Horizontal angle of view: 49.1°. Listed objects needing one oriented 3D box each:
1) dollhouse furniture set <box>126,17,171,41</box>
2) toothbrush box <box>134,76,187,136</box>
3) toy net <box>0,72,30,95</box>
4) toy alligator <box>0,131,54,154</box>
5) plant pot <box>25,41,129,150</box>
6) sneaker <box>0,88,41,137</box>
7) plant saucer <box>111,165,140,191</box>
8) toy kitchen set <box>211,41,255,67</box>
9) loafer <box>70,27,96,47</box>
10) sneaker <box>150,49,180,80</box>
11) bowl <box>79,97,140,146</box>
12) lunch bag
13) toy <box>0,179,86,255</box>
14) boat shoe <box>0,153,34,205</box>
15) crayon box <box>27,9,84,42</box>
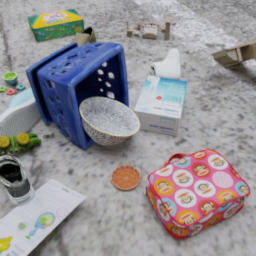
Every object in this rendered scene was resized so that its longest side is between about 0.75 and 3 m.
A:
[{"bbox_3d":[1.183,-5.796,15.820,2.411,1.067,1.250,7,45,7],"label":"dollhouse furniture set"},{"bbox_3d":[1.294,-0.925,10.954,1.692,0.986,2.311,11,47,12],"label":"toothbrush box"},{"bbox_3d":[-4.620,-1.850,12.291,2.166,0.418,1.136,13,46,12],"label":"toy net"},{"bbox_3d":[-3.615,0.529,9.573,2.414,0.800,0.580,-9,80,-38],"label":"toy alligator"},{"bbox_3d":[-1.833,-1.414,10.225,2.586,2.876,2.876,22,49,29],"label":"plant pot"},{"bbox_3d":[-4.136,-0.641,10.727,1.228,1.108,2.998,13,38,25],"label":"sneaker"},{"bbox_3d":[-0.076,1.609,8.988,0.950,0.153,0.950,0,46,0],"label":"plant saucer"},{"bbox_3d":[5.315,-2.351,12.338,2.442,2.701,2.994,-17,7,-21],"label":"toy kitchen set"},{"bbox_3d":[-2.491,-4.436,14.560,1.006,0.893,2.647,12,46,12],"label":"loafer"},{"bbox_3d":[1.702,-3.044,13.203,1.317,0.840,2.280,4,46,0],"label":"sneaker"},{"bbox_3d":[-0.759,-0.058,9.630,2.106,0.988,2.106,17,34,-12],"label":"bowl"},{"bbox_3d":[1.874,1.700,8.219,2.643,1.083,2.328,-18,48,-18],"label":"lunch bag"},{"bbox_3d":[-2.510,2.585,7.599,1.489,0.610,2.585,19,37,31],"label":"toy"},{"bbox_3d":[-3.627,1.283,8.589,0.914,0.823,2.585,-28,38,-31],"label":"boat shoe"},{"bbox_3d":[-4.140,-5.937,16.114,2.835,0.826,1.684,-19,48,-18],"label":"crayon box"}]
